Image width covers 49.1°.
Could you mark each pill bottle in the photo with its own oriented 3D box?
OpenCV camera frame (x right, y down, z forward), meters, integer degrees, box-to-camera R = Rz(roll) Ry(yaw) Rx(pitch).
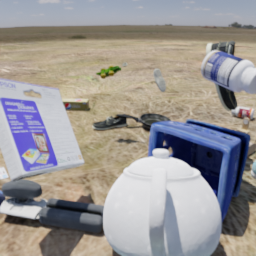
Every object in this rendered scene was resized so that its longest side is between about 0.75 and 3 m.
[{"bbox_3d":[5.904,-0.793,14.449,1.007,0.552,0.552,14,28,30],"label":"pill bottle"},{"bbox_3d":[2.905,-1.523,7.792,0.890,0.890,1.602,-15,36,-31],"label":"pill bottle"}]

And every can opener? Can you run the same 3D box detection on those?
[{"bbox_3d":[-2.039,2.034,7.457,2.955,0.988,0.788,5,24,11],"label":"can opener"}]

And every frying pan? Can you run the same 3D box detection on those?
[{"bbox_3d":[0.849,-0.271,13.199,2.550,0.415,1.542,-7,28,-26],"label":"frying pan"}]

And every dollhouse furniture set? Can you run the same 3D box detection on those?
[{"bbox_3d":[4.473,0.344,11.250,2.363,1.046,1.225,-19,30,-38],"label":"dollhouse furniture set"}]

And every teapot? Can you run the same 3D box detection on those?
[{"bbox_3d":[0.733,1.542,6.311,2.836,2.098,2.873,-2,4,-36],"label":"teapot"}]

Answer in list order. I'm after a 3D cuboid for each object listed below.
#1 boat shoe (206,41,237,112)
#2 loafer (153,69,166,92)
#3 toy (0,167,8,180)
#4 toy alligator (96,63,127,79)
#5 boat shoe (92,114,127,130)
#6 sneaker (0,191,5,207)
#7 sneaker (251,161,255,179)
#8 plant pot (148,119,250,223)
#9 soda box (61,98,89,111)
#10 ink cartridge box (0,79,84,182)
[{"bbox_3d":[3.507,-1.688,9.741,0.966,2.856,1.026,-7,42,28],"label":"boat shoe"},{"bbox_3d":[0.944,-1.413,8.456,0.264,0.755,0.263,-10,-14,-18],"label":"loafer"},{"bbox_3d":[-4.837,1.560,9.380,1.365,0.322,0.786,-15,28,-30],"label":"toy"},{"bbox_3d":[-0.626,-2.256,11.227,1.356,0.326,0.450,-13,53,15],"label":"toy alligator"},{"bbox_3d":[-0.878,-0.308,13.337,1.734,0.586,0.623,-11,27,-20],"label":"boat shoe"},{"bbox_3d":[-4.459,1.863,8.191,2.025,0.749,0.833,5,22,9],"label":"sneaker"},{"bbox_3d":[5.035,1.317,9.203,1.794,0.735,0.663,-5,31,8],"label":"sneaker"},{"bbox_3d":[2.110,1.031,8.185,2.373,2.374,2.134,18,24,38],"label":"plant pot"},{"bbox_3d":[-3.057,-1.309,15.654,1.662,0.532,0.563,2,24,4],"label":"soda box"},{"bbox_3d":[-2.170,0.010,6.778,0.488,2.247,2.226,-24,-10,23],"label":"ink cartridge box"}]
